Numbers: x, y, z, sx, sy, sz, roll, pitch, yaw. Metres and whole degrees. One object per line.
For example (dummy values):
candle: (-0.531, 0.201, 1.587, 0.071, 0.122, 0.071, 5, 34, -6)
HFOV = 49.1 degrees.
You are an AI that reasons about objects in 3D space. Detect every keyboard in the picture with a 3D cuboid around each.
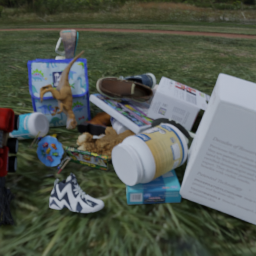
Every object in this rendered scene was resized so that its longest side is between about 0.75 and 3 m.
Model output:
keyboard: (-3.734, 1.922, 7.309, 1.439, 0.548, 2.765, -8, 29, -15)

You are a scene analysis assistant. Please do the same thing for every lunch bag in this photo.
lunch bag: (-2.764, -1.473, 11.544, 2.303, 2.709, 1.726, -5, 27, -11)

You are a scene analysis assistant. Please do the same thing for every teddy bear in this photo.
teddy bear: (-0.755, 0.607, 9.686, 2.115, 0.706, 1.534, -14, 36, -17)

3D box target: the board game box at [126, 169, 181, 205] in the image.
board game box: (0.641, 1.429, 8.331, 1.460, 0.454, 1.934, -1, 27, -3)

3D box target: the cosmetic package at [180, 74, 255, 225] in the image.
cosmetic package: (2.959, 0.472, 7.241, 2.308, 2.775, 2.322, 20, 29, 9)

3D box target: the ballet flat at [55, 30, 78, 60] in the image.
ballet flat: (-2.587, -3.005, 11.615, 0.826, 2.455, 0.836, 1, 49, -16)

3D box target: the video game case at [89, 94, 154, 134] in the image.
video game case: (0.160, -0.663, 10.847, 2.553, 0.293, 2.326, 36, 29, 29)

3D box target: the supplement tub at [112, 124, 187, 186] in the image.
supplement tub: (0.596, 0.727, 7.707, 1.806, 1.306, 1.306, -20, 33, -34)

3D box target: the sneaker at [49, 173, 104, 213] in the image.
sneaker: (-1.278, 1.612, 7.090, 1.363, 0.887, 0.544, 5, 1, 7)

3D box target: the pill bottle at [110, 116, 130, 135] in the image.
pill bottle: (-0.182, -0.134, 10.919, 0.872, 0.872, 1.457, -5, 27, -10)

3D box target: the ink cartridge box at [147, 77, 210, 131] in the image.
ink cartridge box: (2.115, -0.899, 11.162, 2.262, 1.080, 2.577, 22, 25, 4)

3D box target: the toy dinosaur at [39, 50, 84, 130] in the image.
toy dinosaur: (-2.433, -1.362, 10.351, 1.579, 2.973, 0.898, -1, -7, -21)

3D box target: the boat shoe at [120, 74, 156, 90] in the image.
boat shoe: (0.027, -1.914, 13.221, 0.876, 1.060, 2.832, -13, 8, -41)

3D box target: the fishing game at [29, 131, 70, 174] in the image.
fishing game: (-2.383, 0.724, 8.464, 1.326, 0.949, 0.206, 43, 16, 9)

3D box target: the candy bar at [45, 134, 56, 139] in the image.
candy bar: (-2.833, 0.648, 10.156, 0.447, 0.199, 1.791, -7, 28, -10)

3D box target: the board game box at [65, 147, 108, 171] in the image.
board game box: (-1.277, 0.969, 8.752, 1.323, 0.693, 0.155, 12, 54, 6)

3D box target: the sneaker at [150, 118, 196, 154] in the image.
sneaker: (1.959, 0.449, 9.648, 2.588, 0.995, 1.147, 26, 4, 8)

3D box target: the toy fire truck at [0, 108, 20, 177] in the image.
toy fire truck: (-3.674, 0.342, 7.170, 1.372, 1.877, 2.132, 3, -6, -14)

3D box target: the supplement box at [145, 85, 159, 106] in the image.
supplement box: (1.835, -1.387, 13.416, 2.280, 0.838, 1.437, 10, 29, 16)

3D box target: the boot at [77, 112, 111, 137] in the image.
boot: (-0.893, -0.089, 11.375, 1.705, 0.620, 1.811, 6, 22, 24)

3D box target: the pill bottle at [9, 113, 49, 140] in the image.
pill bottle: (-3.872, -0.042, 10.513, 1.646, 0.912, 0.912, -6, 23, 25)

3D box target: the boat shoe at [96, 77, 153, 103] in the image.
boat shoe: (-0.046, -1.509, 10.674, 2.291, 0.846, 0.848, 5, -7, -31)
